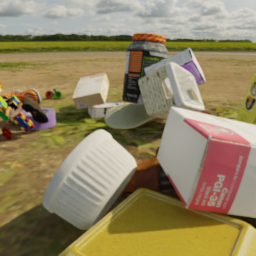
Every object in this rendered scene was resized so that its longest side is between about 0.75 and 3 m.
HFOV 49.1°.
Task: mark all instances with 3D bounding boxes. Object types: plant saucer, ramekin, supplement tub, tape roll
[{"bbox_3d":[0.471,1.683,3.742,2.542,0.616,2.542,12,21,31],"label":"plant saucer"},{"bbox_3d":[-0.550,0.902,4.616,0.832,1.585,1.585,35,29,11],"label":"ramekin"},{"bbox_3d":[0.734,-2.451,11.997,1.766,2.882,1.766,7,9,-1],"label":"supplement tub"},{"bbox_3d":[-3.165,-0.344,9.878,1.162,0.494,1.162,0,18,0],"label":"tape roll"}]

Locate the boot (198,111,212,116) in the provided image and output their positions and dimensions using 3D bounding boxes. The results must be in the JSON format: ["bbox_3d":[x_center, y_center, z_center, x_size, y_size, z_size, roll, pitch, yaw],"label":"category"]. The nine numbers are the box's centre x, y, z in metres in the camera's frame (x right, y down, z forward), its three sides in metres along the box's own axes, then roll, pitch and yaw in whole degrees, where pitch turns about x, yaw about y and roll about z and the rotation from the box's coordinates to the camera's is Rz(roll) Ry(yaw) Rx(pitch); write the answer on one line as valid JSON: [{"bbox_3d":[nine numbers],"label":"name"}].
[{"bbox_3d":[2.526,-0.152,9.307,1.330,0.484,1.413,-7,19,-18],"label":"boot"}]

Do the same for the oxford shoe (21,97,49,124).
[{"bbox_3d":[-2.917,-0.572,8.951,0.443,1.220,0.515,-18,52,7],"label":"oxford shoe"}]

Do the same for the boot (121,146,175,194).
[{"bbox_3d":[0.054,0.951,6.261,1.903,0.651,1.791,-5,27,6],"label":"boot"}]

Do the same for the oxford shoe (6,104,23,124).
[{"bbox_3d":[-3.877,-0.561,10.331,0.667,0.652,1.830,7,19,5],"label":"oxford shoe"}]

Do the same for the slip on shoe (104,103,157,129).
[{"bbox_3d":[0.251,-0.467,9.959,2.473,0.916,0.757,-18,-7,-31],"label":"slip on shoe"}]

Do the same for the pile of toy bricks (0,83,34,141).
[{"bbox_3d":[-3.777,-0.662,8.265,1.138,2.051,1.013,-32,41,-1],"label":"pile of toy bricks"}]

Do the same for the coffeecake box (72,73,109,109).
[{"bbox_3d":[-1.399,-1.428,10.701,1.115,0.531,1.452,-10,39,13],"label":"coffeecake box"}]

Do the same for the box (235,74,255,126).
[{"bbox_3d":[3.664,-0.559,8.078,0.758,2.014,0.505,-9,36,-28],"label":"box"}]

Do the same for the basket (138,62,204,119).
[{"bbox_3d":[1.433,-1.074,9.174,1.285,1.412,2.082,-22,-13,30],"label":"basket"}]

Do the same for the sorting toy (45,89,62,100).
[{"bbox_3d":[-3.643,-1.627,13.863,0.894,0.537,0.367,10,-14,9],"label":"sorting toy"}]

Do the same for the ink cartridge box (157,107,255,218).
[{"bbox_3d":[2.168,0.619,4.947,2.821,1.168,2.067,11,13,-10],"label":"ink cartridge box"}]

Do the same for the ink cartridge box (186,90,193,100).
[{"bbox_3d":[2.721,-1.846,13.949,1.222,0.706,1.673,5,19,13],"label":"ink cartridge box"}]

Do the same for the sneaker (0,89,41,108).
[{"bbox_3d":[-4.742,-1.152,12.015,2.152,0.835,1.206,2,20,39],"label":"sneaker"}]

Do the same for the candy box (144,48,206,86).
[{"bbox_3d":[1.741,-1.925,10.368,1.797,0.643,1.508,-21,-32,23],"label":"candy box"}]

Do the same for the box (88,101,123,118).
[{"bbox_3d":[-0.844,-0.727,11.110,1.396,0.420,0.814,-5,19,-14],"label":"box"}]
